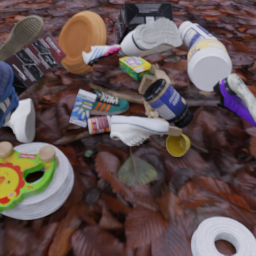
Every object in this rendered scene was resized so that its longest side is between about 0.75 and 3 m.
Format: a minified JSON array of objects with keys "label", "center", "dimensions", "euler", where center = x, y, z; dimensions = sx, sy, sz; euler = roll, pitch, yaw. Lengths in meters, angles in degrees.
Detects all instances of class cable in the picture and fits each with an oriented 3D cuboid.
[{"label":"cable","center":[-3.241,1.703,9.489],"dimensions":[2.747,0.951,2.746],"euler":[16,43,18]},{"label":"cable","center":[2.676,3.357,7.780],"dimensions":[1.788,0.619,1.787],"euler":[13,42,15]}]

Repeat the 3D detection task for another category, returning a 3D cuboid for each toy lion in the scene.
[{"label":"toy lion","center":[-3.479,1.549,8.586],"dimensions":[2.269,0.779,2.175],"euler":[4,51,3]}]

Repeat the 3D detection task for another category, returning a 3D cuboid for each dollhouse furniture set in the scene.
[{"label":"dollhouse furniture set","center":[1.344,-1.080,10.070],"dimensions":[1.222,1.431,2.760],"euler":[10,38,-16]}]

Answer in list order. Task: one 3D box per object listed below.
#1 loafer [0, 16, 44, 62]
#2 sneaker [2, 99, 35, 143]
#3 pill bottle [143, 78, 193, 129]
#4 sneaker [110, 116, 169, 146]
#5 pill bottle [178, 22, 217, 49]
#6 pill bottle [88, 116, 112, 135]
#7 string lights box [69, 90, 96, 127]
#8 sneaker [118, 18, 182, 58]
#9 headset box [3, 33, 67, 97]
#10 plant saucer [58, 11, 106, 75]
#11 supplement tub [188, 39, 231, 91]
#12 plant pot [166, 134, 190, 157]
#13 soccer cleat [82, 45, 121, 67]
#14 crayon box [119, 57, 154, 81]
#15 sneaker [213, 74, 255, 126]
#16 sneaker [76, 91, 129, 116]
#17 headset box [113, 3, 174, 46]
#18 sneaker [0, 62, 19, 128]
[{"label":"loafer","center":[-3.858,-3.174,10.204],"dimensions":[0.814,2.151,0.734],"euler":[49,10,-1]},{"label":"sneaker","center":[-4.893,-0.183,11.761],"dimensions":[1.716,1.094,2.969],"euler":[-11,32,-10]},{"label":"pill bottle","center":[1.020,-0.565,6.916],"dimensions":[0.701,1.253,0.701],"euler":[-40,23,21]},{"label":"sneaker","center":[0.216,0.093,6.240],"dimensions":[0.668,0.648,1.829],"euler":[5,0,-32]},{"label":"pill bottle","center":[2.669,-3.478,10.943],"dimensions":[0.888,0.888,1.599],"euler":[-19,53,-21]},{"label":"pill bottle","center":[-1.060,-0.141,11.911],"dimensions":[1.225,0.671,0.671],"euler":[-9,41,-11]},{"label":"string lights box","center":[-1.209,-0.510,7.454],"dimensions":[0.460,0.895,0.264],"euler":[18,25,-10]},{"label":"sneaker","center":[0.877,-3.225,10.374],"dimensions":[2.971,1.196,1.135],"euler":[-21,86,-43]},{"label":"headset box","center":[-3.329,-1.845,9.012],"dimensions":[1.934,1.003,2.598],"euler":[-25,23,34]},{"label":"plant saucer","center":[-1.968,-3.430,11.182],"dimensions":[2.529,2.529,0.473],"euler":[33,15,33]},{"label":"supplement tub","center":[2.653,-2.087,9.255],"dimensions":[1.352,1.352,1.859],"euler":[7,31,8]},{"label":"plant pot","center":[2.050,0.633,10.948],"dimensions":[0.656,0.924,0.924],"euler":[-3,31,-48]},{"label":"soccer cleat","center":[-0.792,-2.292,8.366],"dimensions":[1.225,0.428,0.529],"euler":[-29,82,-17]},{"label":"crayon box","center":[0.464,-3.444,15.926],"dimensions":[1.156,0.567,1.946],"euler":[-23,45,-25]},{"label":"sneaker","center":[2.882,-0.664,7.539],"dimensions":[0.831,1.671,0.581],"euler":[-22,26,46]},{"label":"sneaker","center":[-1.186,-1.191,12.922],"dimensions":[2.449,0.978,0.874],"euler":[-1,40,-1]},{"label":"headset box","center":[0.538,-4.353,12.355],"dimensions":[2.032,1.055,2.731],"euler":[-6,-2,-12]},{"label":"sneaker","center":[-3.298,-0.832,7.248],"dimensions":[0.786,2.126,0.874],"euler":[42,36,11]}]
